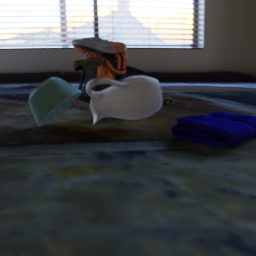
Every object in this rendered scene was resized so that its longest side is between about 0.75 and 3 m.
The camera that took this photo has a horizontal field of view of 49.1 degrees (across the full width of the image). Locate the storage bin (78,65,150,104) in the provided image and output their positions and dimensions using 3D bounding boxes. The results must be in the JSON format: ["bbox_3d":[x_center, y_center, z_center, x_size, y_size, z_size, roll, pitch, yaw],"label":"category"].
[{"bbox_3d":[-0.547,-1.724,11.745,2.692,1.820,1.262,8,7,-39],"label":"storage bin"}]

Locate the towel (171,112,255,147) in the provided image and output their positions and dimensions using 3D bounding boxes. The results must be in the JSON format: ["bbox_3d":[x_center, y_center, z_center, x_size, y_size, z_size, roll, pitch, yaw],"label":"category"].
[{"bbox_3d":[2.813,-0.077,8.585,1.985,0.666,2.688,9,15,41],"label":"towel"}]

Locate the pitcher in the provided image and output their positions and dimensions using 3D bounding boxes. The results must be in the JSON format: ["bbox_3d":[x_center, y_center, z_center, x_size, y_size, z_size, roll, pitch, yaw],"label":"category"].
[{"bbox_3d":[-0.132,-1.107,9.582,2.510,1.522,2.154,-11,-24,-5],"label":"pitcher"}]

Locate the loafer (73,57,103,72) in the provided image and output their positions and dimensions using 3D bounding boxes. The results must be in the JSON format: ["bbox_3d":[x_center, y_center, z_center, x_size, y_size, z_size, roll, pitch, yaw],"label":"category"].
[{"bbox_3d":[-1.300,-1.999,9.035,1.068,0.372,0.401,-5,-34,21],"label":"loafer"}]

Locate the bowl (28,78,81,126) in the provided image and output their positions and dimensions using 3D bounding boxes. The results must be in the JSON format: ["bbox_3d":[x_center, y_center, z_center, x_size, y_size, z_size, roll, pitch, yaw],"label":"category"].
[{"bbox_3d":[-2.736,-1.046,9.924,1.945,1.017,1.945,-40,6,5],"label":"bowl"}]

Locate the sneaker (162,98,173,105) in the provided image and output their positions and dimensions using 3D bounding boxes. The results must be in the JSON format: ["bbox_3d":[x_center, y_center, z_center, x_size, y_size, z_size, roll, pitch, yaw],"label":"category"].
[{"bbox_3d":[2.166,-1.507,16.630,1.096,0.393,0.454,-2,36,-5],"label":"sneaker"}]

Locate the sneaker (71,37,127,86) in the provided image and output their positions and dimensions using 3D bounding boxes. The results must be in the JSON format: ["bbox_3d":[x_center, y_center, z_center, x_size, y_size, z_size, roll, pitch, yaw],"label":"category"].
[{"bbox_3d":[-1.084,-2.314,9.833,1.029,1.486,2.653,-23,36,-34],"label":"sneaker"}]
